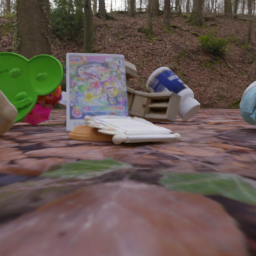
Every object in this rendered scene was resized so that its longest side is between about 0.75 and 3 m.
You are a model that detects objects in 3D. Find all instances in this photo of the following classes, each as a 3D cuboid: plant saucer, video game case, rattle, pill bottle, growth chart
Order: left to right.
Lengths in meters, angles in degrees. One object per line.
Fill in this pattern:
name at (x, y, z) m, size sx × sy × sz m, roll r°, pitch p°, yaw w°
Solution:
rattle at (-3.697, -0.055, 5.908) m, size 2.614 × 1.867 × 1.702 m, roll -9°, pitch -37°, yaw 35°
video game case at (-0.795, -0.917, 7.123) m, size 1.511 × 2.110 × 0.190 m, roll -1°, pitch -16°, yaw -11°
plant saucer at (-0.604, 0.085, 5.946) m, size 1.290 × 0.241 × 1.290 m, roll 0°, pitch 5°, yaw 0°
growth chart at (-0.059, -0.025, 5.705) m, size 1.642 × 0.201 × 2.269 m, roll 1°, pitch 11°, yaw -25°
pill bottle at (1.917, -1.399, 11.725) m, size 1.255 × 1.255 × 2.260 m, roll -6°, pitch 49°, yaw -51°

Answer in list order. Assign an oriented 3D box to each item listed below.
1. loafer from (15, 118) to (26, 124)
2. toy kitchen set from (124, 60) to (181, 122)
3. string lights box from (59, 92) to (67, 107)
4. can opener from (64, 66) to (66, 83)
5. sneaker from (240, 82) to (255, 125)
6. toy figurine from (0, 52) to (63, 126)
loafer at (-3.504, -0.165, 8.180) m, size 1.011 × 0.345 × 0.382 m, roll -5°, pitch -3°, yaw -25°
toy kitchen set at (0.334, -1.568, 10.411) m, size 2.530 × 2.064 × 2.282 m, roll 18°, pitch -7°, yaw -35°
string lights box at (-1.699, -0.749, 10.309) m, size 1.565 × 0.461 × 0.804 m, roll 28°, pitch -3°, yaw -42°
can opener at (-1.910, -1.768, 9.210) m, size 0.437 × 0.349 × 1.308 m, roll -26°, pitch 38°, yaw 22°
sneaker at (3.284, -0.514, 6.906) m, size 1.060 × 1.175 × 2.869 m, roll 34°, pitch -13°, yaw 16°
toy figurine at (-2.870, -0.978, 8.502) m, size 2.690 × 2.019 × 2.476 m, roll -20°, pitch -9°, yaw 3°
